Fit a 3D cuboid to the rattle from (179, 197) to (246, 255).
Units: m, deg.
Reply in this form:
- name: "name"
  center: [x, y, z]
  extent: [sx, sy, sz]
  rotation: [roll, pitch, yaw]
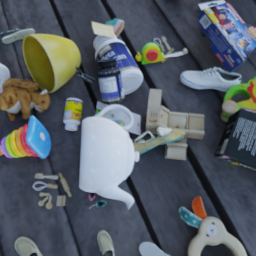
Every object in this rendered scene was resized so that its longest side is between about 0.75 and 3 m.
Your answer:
- name: "rattle"
  center: [2.320, 3.220, 7.730]
  extent: [1.754, 1.925, 2.694]
  rotation: [-18, 71, 17]

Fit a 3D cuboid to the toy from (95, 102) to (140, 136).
- name: "toy"
  center: [-0.398, -0.253, 10.067]
  extent: [1.712, 0.404, 0.986]
  rotation: [19, 46, -19]

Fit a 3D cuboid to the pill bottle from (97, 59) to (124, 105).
- name: "pill bottle"
  center: [-0.603, -1.573, 9.459]
  extent: [0.799, 1.429, 0.799]
  rotation: [-7, 19, 3]

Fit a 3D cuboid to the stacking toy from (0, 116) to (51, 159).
- name: "stacking toy"
  center: [-3.847, 0.598, 9.497]
  extent: [2.150, 1.180, 1.248]
  rotation: [-17, 46, 8]

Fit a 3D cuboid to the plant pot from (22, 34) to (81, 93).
- name: "plant pot"
  center: [-2.732, -2.585, 10.622]
  extent: [1.536, 2.164, 2.164]
  rotation: [-30, 66, -34]

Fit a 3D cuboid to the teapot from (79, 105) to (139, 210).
- name: "teapot"
  center: [-0.569, 0.790, 8.705]
  extent: [1.824, 2.498, 2.465]
  rotation: [2, 22, -9]

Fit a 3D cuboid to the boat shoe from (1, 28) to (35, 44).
- name: "boat shoe"
  center: [-4.756, -4.081, 12.054]
  extent: [1.429, 0.513, 0.483]
  rotation: [-18, 69, -7]

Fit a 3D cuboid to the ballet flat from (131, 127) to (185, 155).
- name: "ballet flat"
  center: [0.935, 0.340, 9.475]
  extent: [1.929, 0.682, 0.682]
  rotation: [-22, 64, 10]

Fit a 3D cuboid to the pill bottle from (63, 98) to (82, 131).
- name: "pill bottle"
  center: [-2.008, -0.475, 10.147]
  extent: [0.608, 0.608, 1.113]
  rotation: [4, 79, 2]

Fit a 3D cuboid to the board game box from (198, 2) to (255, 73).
- name: "board game box"
  center: [4.171, -3.703, 11.131]
  extent: [2.510, 0.775, 2.511]
  rotation: [-28, 81, -36]

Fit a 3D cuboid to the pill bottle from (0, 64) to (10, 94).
- name: "pill bottle"
  center: [-5.862, -2.230, 10.690]
  extent: [2.305, 1.316, 1.316]
  rotation: [27, 67, 13]

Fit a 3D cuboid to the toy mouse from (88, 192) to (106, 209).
- name: "toy mouse"
  center: [-1.005, 2.294, 9.050]
  extent: [0.908, 0.176, 0.807]
  rotation: [33, 66, 5]

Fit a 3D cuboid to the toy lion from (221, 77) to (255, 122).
- name: "toy lion"
  center: [4.673, -1.065, 10.121]
  extent: [2.207, 0.758, 2.115]
  rotation: [13, 63, 21]

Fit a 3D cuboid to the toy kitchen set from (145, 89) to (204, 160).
- name: "toy kitchen set"
  center: [1.597, -0.027, 9.305]
  extent: [2.019, 1.822, 1.648]
  rotation: [6, 65, 5]

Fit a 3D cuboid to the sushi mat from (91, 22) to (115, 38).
- name: "sushi mat"
  center: [-0.936, -3.676, 10.526]
  extent: [1.047, 0.063, 0.501]
  rotation: [-6, 80, -45]

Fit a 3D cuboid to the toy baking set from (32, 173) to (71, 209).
- name: "toy baking set"
  center: [-2.541, 1.991, 9.237]
  extent: [1.095, 0.166, 1.427]
  rotation: [-23, 66, -10]

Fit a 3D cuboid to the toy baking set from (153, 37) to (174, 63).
- name: "toy baking set"
  center: [1.362, -3.349, 11.886]
  extent: [1.102, 0.167, 1.435]
  rotation: [38, 69, 17]

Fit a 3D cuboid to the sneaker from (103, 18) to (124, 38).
- name: "sneaker"
  center: [-0.890, -4.074, 12.042]
  extent: [0.699, 0.625, 1.750]
  rotation: [25, 62, 18]

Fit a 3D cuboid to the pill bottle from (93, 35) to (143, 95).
- name: "pill bottle"
  center: [-0.494, -2.543, 10.829]
  extent: [1.332, 1.332, 2.399]
  rotation: [-21, 63, -10]

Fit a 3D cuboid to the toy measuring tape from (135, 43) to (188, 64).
- name: "toy measuring tape"
  center: [1.327, -3.128, 11.321]
  extent: [2.141, 0.788, 0.788]
  rotation: [-13, 64, 1]

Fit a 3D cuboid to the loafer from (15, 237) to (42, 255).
- name: "loafer"
  center: [-2.874, 3.699, 8.239]
  extent: [1.277, 0.436, 0.483]
  rotation: [37, 69, 16]

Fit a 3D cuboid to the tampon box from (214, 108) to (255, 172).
- name: "tampon box"
  center: [4.265, 0.635, 8.779]
  extent: [2.448, 1.834, 1.545]
  rotation: [21, 87, 11]

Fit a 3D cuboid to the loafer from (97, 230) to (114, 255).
- name: "loafer"
  center: [-0.622, 3.585, 8.308]
  extent: [0.416, 0.376, 1.100]
  rotation: [-19, 69, -13]

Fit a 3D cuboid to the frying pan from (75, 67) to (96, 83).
- name: "frying pan"
  center: [-1.530, -1.847, 10.057]
  extent: [0.776, 1.283, 0.209]
  rotation: [25, 91, -7]

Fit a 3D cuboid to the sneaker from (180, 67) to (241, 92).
- name: "sneaker"
  center: [3.184, -1.975, 10.788]
  extent: [2.292, 0.812, 0.837]
  rotation: [7, 52, 0]

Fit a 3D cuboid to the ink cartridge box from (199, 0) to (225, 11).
- name: "ink cartridge box"
  center: [4.024, -5.042, 12.650]
  extent: [1.297, 0.455, 1.595]
  rotation: [-13, 57, -6]

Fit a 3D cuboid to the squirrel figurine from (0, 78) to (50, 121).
- name: "squirrel figurine"
  center: [-3.710, -1.187, 10.273]
  extent: [1.593, 1.208, 1.707]
  rotation: [-10, 65, -9]

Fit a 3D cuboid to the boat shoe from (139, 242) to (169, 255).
- name: "boat shoe"
  center: [0.926, 3.831, 8.133]
  extent: [1.381, 0.440, 0.488]
  rotation: [19, 52, 33]
